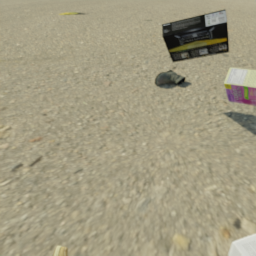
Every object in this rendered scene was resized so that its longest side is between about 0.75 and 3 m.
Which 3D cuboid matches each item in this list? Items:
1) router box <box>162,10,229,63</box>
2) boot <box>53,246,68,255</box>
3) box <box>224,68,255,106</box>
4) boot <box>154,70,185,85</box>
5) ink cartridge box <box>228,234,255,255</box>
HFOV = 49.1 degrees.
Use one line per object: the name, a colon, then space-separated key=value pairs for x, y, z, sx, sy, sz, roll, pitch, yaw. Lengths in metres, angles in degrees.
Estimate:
router box: x=2.801 y=-3.659 z=11.476 sx=2.462 sy=1.936 sz=0.643 roll=-6 pitch=68 yaw=19
boot: x=-0.798 y=3.196 z=5.620 sx=1.474 sy=0.690 sz=1.896 roll=-7 pitch=35 yaw=-10
box: x=3.527 y=-1.162 z=8.170 sx=1.184 sy=1.041 sz=0.572 roll=16 pitch=73 yaw=32
boot: x=2.221 y=-2.530 z=14.589 sx=1.056 sy=0.547 sz=1.617 roll=33 pitch=47 yaw=32
ink cartridge box: x=3.570 y=2.955 z=5.669 sx=2.444 sy=1.034 sz=1.766 roll=-12 pitch=35 yaw=-15
